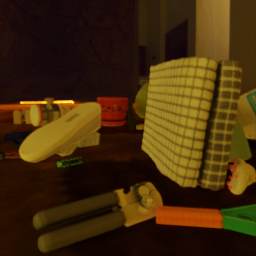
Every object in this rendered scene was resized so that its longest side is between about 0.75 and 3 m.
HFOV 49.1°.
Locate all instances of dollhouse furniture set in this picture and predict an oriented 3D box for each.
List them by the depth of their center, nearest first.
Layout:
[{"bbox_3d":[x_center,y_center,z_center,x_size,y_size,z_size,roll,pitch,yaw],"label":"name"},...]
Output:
[{"bbox_3d":[-5.587,-1.050,16.753,2.133,1.417,1.869,-1,8,-4],"label":"dollhouse furniture set"}]

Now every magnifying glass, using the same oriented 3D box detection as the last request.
[{"bbox_3d":[1.527,1.259,3.870,2.266,0.254,0.902,0,8,6],"label":"magnifying glass"}]

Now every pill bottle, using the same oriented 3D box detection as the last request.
[{"bbox_3d":[-4.231,-0.736,15.374,1.965,1.175,1.175,-6,10,-39],"label":"pill bottle"}]

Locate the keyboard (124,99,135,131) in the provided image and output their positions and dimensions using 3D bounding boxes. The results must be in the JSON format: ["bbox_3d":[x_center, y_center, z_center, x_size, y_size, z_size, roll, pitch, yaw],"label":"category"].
[{"bbox_3d":[0.021,-0.573,13.313,0.300,1.515,0.789,3,-25,-16],"label":"keyboard"}]

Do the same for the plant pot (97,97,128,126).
[{"bbox_3d":[-0.844,-0.899,15.236,1.668,1.519,1.668,-1,7,0],"label":"plant pot"}]

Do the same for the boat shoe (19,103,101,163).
[{"bbox_3d":[-1.724,0.249,7.818,1.020,0.970,2.833,8,33,27],"label":"boat shoe"}]

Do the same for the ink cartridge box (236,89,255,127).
[{"bbox_3d":[3.706,-0.498,9.725,2.693,0.914,1.550,-29,-2,40],"label":"ink cartridge box"}]

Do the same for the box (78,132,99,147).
[{"bbox_3d":[-1.578,0.317,9.790,0.801,0.439,0.907,-5,19,-39],"label":"box"}]

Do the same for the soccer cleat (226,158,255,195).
[{"bbox_3d":[2.263,0.944,5.462,0.532,0.476,1.372,26,20,14],"label":"soccer cleat"}]

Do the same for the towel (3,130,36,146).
[{"bbox_3d":[-3.493,0.263,10.486,1.382,0.464,1.871,8,11,42],"label":"towel"}]

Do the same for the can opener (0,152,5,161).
[{"bbox_3d":[-3.897,0.707,7.266,1.336,0.525,0.423,-9,3,7],"label":"can opener"}]

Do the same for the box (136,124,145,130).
[{"bbox_3d":[0.681,-0.054,13.918,0.288,0.192,0.766,4,8,25],"label":"box"}]

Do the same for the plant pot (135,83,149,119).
[{"bbox_3d":[2.103,-1.301,16.940,2.345,2.345,2.506,-8,26,-45],"label":"plant pot"}]

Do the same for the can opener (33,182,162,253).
[{"bbox_3d":[-0.311,1.196,3.867,1.975,0.520,0.656,-5,-27,-40],"label":"can opener"}]

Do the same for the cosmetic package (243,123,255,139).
[{"bbox_3d":[4.794,-0.087,11.054,1.858,0.944,0.688,4,16,35],"label":"cosmetic package"}]

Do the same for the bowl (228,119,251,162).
[{"bbox_3d":[2.525,0.221,8.339,2.157,1.128,2.157,0,8,0],"label":"bowl"}]

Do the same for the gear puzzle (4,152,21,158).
[{"bbox_3d":[-3.457,0.752,8.083,0.975,0.128,0.505,1,8,6],"label":"gear puzzle"}]

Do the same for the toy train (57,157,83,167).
[{"bbox_3d":[-1.445,0.861,7.005,0.236,0.175,0.837,-13,-5,27],"label":"toy train"}]

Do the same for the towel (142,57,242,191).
[{"bbox_3d":[1.296,-0.194,6.340,1.277,2.471,2.984,5,6,-11],"label":"towel"}]

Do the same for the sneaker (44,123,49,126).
[{"bbox_3d":[-2.732,0.226,9.722,0.561,0.675,1.414,-12,17,27],"label":"sneaker"}]
